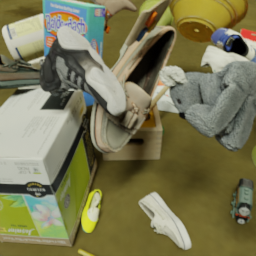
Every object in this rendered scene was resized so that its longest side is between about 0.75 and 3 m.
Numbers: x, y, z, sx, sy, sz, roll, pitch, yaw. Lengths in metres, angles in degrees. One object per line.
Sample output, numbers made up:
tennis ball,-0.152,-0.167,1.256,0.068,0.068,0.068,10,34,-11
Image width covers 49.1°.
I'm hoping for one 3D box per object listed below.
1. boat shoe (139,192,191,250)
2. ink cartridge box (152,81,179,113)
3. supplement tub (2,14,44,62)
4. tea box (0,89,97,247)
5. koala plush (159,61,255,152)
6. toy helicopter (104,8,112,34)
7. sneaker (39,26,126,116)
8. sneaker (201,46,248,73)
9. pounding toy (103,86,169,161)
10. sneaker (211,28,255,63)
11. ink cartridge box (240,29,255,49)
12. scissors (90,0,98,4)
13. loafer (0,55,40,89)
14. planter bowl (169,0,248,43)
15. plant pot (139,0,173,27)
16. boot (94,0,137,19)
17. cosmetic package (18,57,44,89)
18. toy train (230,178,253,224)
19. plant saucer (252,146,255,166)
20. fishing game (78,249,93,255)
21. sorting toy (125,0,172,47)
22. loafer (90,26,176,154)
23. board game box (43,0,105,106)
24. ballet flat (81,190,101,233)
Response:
boat shoe,0.737,2.022,6.044,0.511,0.560,1.556,-21,40,-17
ink cartridge box,1.766,-1.361,10.738,2.570,0.644,2.085,7,37,12
supplement tub,-3.166,-3.083,9.626,1.827,1.325,1.325,-21,39,-7
tea box,-1.854,0.760,6.094,1.663,2.448,2.488,-1,34,9
koala plush,1.270,-0.531,4.597,1.280,1.326,1.443,25,1,-43
toy helicopter,-0.700,-3.447,8.748,0.378,0.959,0.634,18,78,-1
sneaker,-0.839,-0.752,4.768,1.815,1.033,0.685,55,23,13
sneaker,2.369,-1.476,6.742,0.531,0.624,1.411,18,14,-43
pounding toy,0.302,-0.232,8.385,2.104,1.496,1.937,-1,36,-2
sneaker,2.861,-2.350,7.686,0.939,0.657,1.626,16,31,-45
ink cartridge box,3.754,-2.135,8.605,1.126,0.651,1.937,20,56,10
scissors,-1.455,-4.015,8.345,1.199,0.084,0.439,46,77,-5
loafer,-2.868,-1.244,6.032,0.971,0.850,2.702,3,13,44
planter bowl,2.475,-3.721,9.507,2.782,2.782,1.159,16,80,21
plant pot,1.392,-6.146,16.504,2.158,2.158,1.984,12,48,16
boot,-0.474,-4.017,9.434,1.311,0.460,0.958,35,83,3
cosmetic package,-3.399,-2.377,11.810,1.310,1.033,2.434,17,39,21
toy train,2.658,1.672,6.462,0.456,0.610,1.071,12,37,18
plant saucer,4.679,0.888,7.807,2.255,0.350,2.255,-1,35,0
fishing game,-0.986,3.280,4.394,2.054,0.446,2.869,12,30,16
sorting toy,0.432,-1.838,4.557,0.164,1.114,0.823,44,53,3
loafer,0.138,-0.821,5.301,0.871,0.996,2.770,3,66,45
board game box,-1.427,-1.940,7.073,1.781,2.342,0.527,27,33,35
ballet flat,-0.803,1.839,6.377,0.363,0.364,1.087,34,30,-17
